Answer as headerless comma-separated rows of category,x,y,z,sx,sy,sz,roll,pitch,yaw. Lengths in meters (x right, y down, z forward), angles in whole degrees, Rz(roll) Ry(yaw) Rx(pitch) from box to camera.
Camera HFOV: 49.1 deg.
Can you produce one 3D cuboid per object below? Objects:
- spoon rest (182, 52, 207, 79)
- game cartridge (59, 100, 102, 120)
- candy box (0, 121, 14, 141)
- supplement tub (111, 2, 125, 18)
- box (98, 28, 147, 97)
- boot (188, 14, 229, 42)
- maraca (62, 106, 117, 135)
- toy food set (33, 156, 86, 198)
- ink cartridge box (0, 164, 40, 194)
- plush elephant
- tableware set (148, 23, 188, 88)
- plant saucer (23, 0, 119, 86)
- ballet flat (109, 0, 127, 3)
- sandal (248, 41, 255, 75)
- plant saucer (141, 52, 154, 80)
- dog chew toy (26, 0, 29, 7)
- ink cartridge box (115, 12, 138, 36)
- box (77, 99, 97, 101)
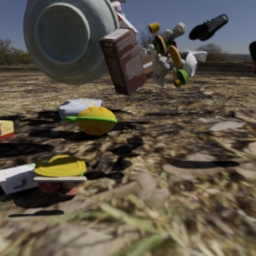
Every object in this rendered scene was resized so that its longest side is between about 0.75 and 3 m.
spoon rest,1.475,-1.521,6.594,0.385,0.631,1.270,23,39,21
game cartridge,-2.023,-0.814,12.017,1.710,0.533,2.567,3,14,-3
candy box,-4.504,0.091,8.303,1.814,0.512,1.059,6,15,16
supplement tub,-0.464,-4.161,10.465,0.620,0.883,0.620,-18,32,12
box,-0.072,-1.248,5.343,0.432,1.153,0.577,20,50,42
boot,2.104,-2.661,7.846,1.327,0.435,1.093,-40,1,-39
maraca,-1.188,-0.227,8.755,1.674,0.896,1.148,2,-8,6
toy food set,-1.229,0.922,5.047,0.905,0.502,1.538,0,9,-13
ink cartridge box,-2.105,0.968,5.269,0.863,0.291,0.506,-10,17,-34
plush elephant,1.361,-2.438,9.865,1.999,1.647,1.548,-12,49,10
tableware set,0.833,-1.551,6.100,0.234,1.526,1.028,-26,0,-5
plant saucer,-1.603,-2.402,7.247,2.730,2.730,0.685,3,20,12
ballet flat,-0.644,-5.017,10.860,1.206,0.384,0.406,0,34,12
sandal,3.157,-1.293,6.390,0.337,1.497,0.562,-26,3,-22
plant saucer,0.695,-2.857,12.717,1.825,0.269,1.825,-12,52,15
dog chew toy,-2.739,-3.543,9.545,1.331,2.137,1.331,-8,-11,-2
ink cartridge box,-0.445,-2.923,9.011,0.905,1.233,0.511,50,23,14
box,-2.282,-1.255,14.069,0.964,0.294,1.197,4,15,26
